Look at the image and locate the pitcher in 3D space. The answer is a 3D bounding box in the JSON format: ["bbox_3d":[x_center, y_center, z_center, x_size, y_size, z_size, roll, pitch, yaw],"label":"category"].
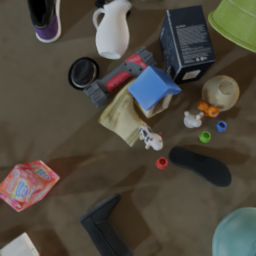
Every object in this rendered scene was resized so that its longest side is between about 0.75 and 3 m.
[{"bbox_3d":[-0.670,-3.327,9.610,1.543,1.090,1.798,3,85,38],"label":"pitcher"}]

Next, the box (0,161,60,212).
[{"bbox_3d":[-2.898,1.660,8.315,0.891,1.882,0.966,40,88,4],"label":"box"}]

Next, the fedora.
[{"bbox_3d":[-1.569,-1.902,9.540,1.217,0.556,1.217,-1,83,5],"label":"fedora"}]

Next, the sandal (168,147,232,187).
[{"bbox_3d":[2.364,1.227,9.185,2.133,0.510,0.802,27,83,17],"label":"sandal"}]

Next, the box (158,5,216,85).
[{"bbox_3d":[1.801,-2.551,9.018,1.150,1.856,1.825,-12,82,-4],"label":"box"}]

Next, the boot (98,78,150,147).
[{"bbox_3d":[0.171,-0.523,9.275,1.530,0.717,1.969,38,80,5],"label":"boot"}]

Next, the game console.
[{"bbox_3d":[-0.594,-4.299,10.157,1.286,0.155,0.759,36,83,4],"label":"game console"}]

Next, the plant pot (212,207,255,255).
[{"bbox_3d":[4.005,3.756,8.100,2.631,1.763,2.631,0,81,-1],"label":"plant pot"}]

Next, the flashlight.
[{"bbox_3d":[-0.216,-1.649,9.440,2.515,0.851,0.854,-40,125,-3],"label":"flashlight"}]

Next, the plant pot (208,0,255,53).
[{"bbox_3d":[3.853,-3.529,6.799,2.858,2.714,2.858,9,43,-9],"label":"plant pot"}]

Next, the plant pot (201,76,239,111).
[{"bbox_3d":[3.161,-1.236,9.342,1.224,0.822,1.224,0,81,1],"label":"plant pot"}]

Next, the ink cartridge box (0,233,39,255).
[{"bbox_3d":[-3.211,4.204,8.727,0.845,0.390,1.551,-35,84,-5],"label":"ink cartridge box"}]

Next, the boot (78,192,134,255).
[{"bbox_3d":[-0.426,3.203,8.741,1.590,0.633,1.929,-36,80,3],"label":"boot"}]

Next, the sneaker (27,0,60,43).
[{"bbox_3d":[-2.949,-4.589,9.592,1.131,1.308,2.987,-12,80,-2],"label":"sneaker"}]

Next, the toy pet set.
[{"bbox_3d":[1.469,-0.631,8.631,2.811,1.493,2.625,-30,69,-20],"label":"toy pet set"}]
